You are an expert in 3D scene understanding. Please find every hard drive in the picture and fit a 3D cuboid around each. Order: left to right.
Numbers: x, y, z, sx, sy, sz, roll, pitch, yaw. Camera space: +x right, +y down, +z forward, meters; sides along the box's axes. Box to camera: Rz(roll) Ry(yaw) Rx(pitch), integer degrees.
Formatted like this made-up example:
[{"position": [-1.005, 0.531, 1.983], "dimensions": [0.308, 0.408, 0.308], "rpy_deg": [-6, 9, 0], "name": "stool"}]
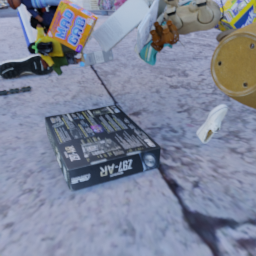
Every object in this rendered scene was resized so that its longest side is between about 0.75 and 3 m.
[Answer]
[{"position": [-3.826, -4.020, 11.090], "dimensions": [0.232, 1.829, 1.207], "rpy_deg": [-13, -7, -46], "name": "hard drive"}]

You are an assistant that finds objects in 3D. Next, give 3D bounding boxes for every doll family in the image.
[{"position": [-2.033, -2.503, 7.056], "dimensions": [1.420, 2.458, 0.964], "rpy_deg": [-11, 18, 0], "name": "doll family"}]

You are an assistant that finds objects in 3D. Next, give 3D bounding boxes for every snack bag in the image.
[{"position": [0.516, -2.625, 7.207], "dimensions": [0.120, 1.053, 1.117], "rpy_deg": [27, 78, 9], "name": "snack bag"}]

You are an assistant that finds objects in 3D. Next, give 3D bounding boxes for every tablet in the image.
[{"position": [-3.453, -3.904, 9.507], "dimensions": [0.200, 2.926, 1.904], "rpy_deg": [-18, 10, -4], "name": "tablet"}]

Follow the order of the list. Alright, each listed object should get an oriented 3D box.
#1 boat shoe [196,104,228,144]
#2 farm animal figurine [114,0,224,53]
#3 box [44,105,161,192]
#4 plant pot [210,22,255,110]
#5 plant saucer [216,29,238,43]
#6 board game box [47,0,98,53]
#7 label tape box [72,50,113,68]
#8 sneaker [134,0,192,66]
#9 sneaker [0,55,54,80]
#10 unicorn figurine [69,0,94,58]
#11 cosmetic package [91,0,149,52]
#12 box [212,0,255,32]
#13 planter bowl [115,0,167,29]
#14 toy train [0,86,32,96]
[{"position": [1.547, -0.044, 5.045], "dimensions": [0.297, 0.837, 0.292], "rpy_deg": [5, 44, -29], "name": "boat shoe"}, {"position": [1.172, -3.423, 8.396], "dimensions": [2.350, 1.463, 2.910], "rpy_deg": [-38, 53, 7], "name": "farm animal figurine"}, {"position": [-0.830, 0.328, 7.622], "dimensions": [2.334, 0.634, 2.914], "rpy_deg": [-12, 30, -22], "name": "box"}, {"position": [2.610, -1.160, 5.194], "dimensions": [2.225, 2.073, 2.073], "rpy_deg": [-10, 28, -41], "name": "plant pot"}, {"position": [2.962, -2.615, 8.114], "dimensions": [0.796, 0.117, 0.796], "rpy_deg": [0, -13, 0], "name": "plant saucer"}, {"position": [-1.240, -2.332, 6.404], "dimensions": [0.805, 0.805, 0.805], "rpy_deg": [26, 23, -11], "name": "board game box"}, {"position": [-1.371, -2.584, 10.473], "dimensions": [1.424, 0.471, 1.020], "rpy_deg": [-14, 14, -16], "name": "label tape box"}, {"position": [1.416, -3.443, 10.126], "dimensions": [1.075, 2.700, 1.046], "rpy_deg": [45, 28, 3], "name": "sneaker"}, {"position": [-4.935, -3.060, 13.710], "dimensions": [2.717, 1.004, 1.077], "rpy_deg": [-11, 25, -19], "name": "sneaker"}, {"position": [-1.954, -4.021, 9.390], "dimensions": [1.919, 1.032, 2.794], "rpy_deg": [26, 50, -32], "name": "unicorn figurine"}, {"position": [-0.160, -2.866, 7.697], "dimensions": [1.623, 0.659, 0.916], "rpy_deg": [-40, 12, 14], "name": "cosmetic package"}, {"position": [3.376, -3.783, 9.321], "dimensions": [0.920, 1.002, 2.860], "rpy_deg": [36, 19, -22], "name": "box"}, {"position": [0.334, -4.405, 10.275], "dimensions": [1.974, 1.328, 1.974], "rpy_deg": [24, 14, -6], "name": "planter bowl"}, {"position": [-4.704, -1.542, 11.631], "dimensions": [1.406, 0.240, 0.322], "rpy_deg": [-14, 19, -22], "name": "toy train"}]
